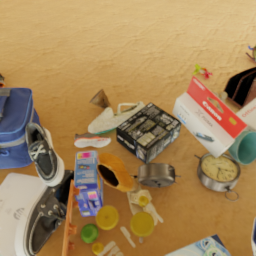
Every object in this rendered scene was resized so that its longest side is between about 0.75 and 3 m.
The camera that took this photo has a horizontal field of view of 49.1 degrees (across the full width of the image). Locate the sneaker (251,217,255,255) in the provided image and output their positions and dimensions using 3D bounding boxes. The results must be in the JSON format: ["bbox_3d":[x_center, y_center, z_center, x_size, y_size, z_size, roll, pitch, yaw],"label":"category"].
[{"bbox_3d":[2.851,2.732,5.903,0.668,0.783,1.776,-15,43,30],"label":"sneaker"}]

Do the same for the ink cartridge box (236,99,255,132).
[{"bbox_3d":[5.175,0.001,9.738,1.729,1.003,2.342,-34,46,-13],"label":"ink cartridge box"}]

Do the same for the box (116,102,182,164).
[{"bbox_3d":[0.722,0.138,9.837,1.495,0.786,1.825,35,56,27],"label":"box"}]

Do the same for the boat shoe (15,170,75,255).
[{"bbox_3d":[-1.999,2.167,7.534,0.921,0.972,2.781,-9,30,18],"label":"boat shoe"}]

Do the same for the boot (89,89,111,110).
[{"bbox_3d":[-0.999,-1.033,10.852,0.690,0.707,1.874,-41,2,7],"label":"boot"}]

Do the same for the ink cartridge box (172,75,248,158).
[{"bbox_3d":[2.315,-0.278,8.448,0.472,1.859,2.110,-36,70,-16],"label":"ink cartridge box"}]

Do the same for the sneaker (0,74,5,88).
[{"bbox_3d":[-6.151,-2.238,12.772,1.114,1.039,2.811,0,46,-15],"label":"sneaker"}]

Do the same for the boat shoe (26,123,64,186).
[{"bbox_3d":[-2.484,0.681,8.031,0.778,0.735,2.168,-32,53,5],"label":"boat shoe"}]

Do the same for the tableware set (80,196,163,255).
[{"bbox_3d":[-0.196,2.505,7.197,1.979,0.304,1.333,-37,62,-10],"label":"tableware set"}]

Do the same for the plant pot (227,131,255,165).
[{"bbox_3d":[3.779,0.586,9.427,1.126,1.126,0.758,-21,21,-22],"label":"plant pot"}]

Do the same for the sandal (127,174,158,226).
[{"bbox_3d":[0.305,1.941,8.115,0.669,0.600,1.824,-14,43,-15],"label":"sandal"}]

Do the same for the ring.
[{"bbox_3d":[-1.263,2.426,6.115,0.243,2.528,2.528,6,40,-10],"label":"ring"}]

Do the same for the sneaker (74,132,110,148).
[{"bbox_3d":[-1.251,0.336,9.809,1.328,0.512,0.544,2,49,-30],"label":"sneaker"}]

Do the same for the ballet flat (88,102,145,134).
[{"bbox_3d":[-0.430,-0.481,10.722,2.507,0.900,0.900,-17,44,-21],"label":"ballet flat"}]

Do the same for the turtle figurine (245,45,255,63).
[{"bbox_3d":[7.168,-3.833,14.025,2.302,1.657,2.232,10,46,17],"label":"turtle figurine"}]

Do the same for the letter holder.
[{"bbox_3d":[5.370,-2.033,11.740,2.341,1.664,1.177,-22,50,-27],"label":"letter holder"}]

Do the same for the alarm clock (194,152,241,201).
[{"bbox_3d":[2.837,1.499,8.619,1.256,0.620,1.862,-6,39,-8],"label":"alarm clock"}]

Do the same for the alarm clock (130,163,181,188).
[{"bbox_3d":[0.675,1.447,8.303,1.639,1.106,0.546,-6,63,23],"label":"alarm clock"}]

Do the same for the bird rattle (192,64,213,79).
[{"bbox_3d":[3.695,-2.789,13.699,1.007,0.567,0.821,23,30,21],"label":"bird rattle"}]

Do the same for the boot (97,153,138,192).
[{"bbox_3d":[-0.559,1.173,8.214,1.862,1.333,0.655,38,92,34],"label":"boot"}]

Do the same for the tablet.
[{"bbox_3d":[-3.277,2.412,7.904,1.727,0.181,2.654,9,42,10],"label":"tablet"}]

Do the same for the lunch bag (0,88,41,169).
[{"bbox_3d":[-4.189,-0.077,9.433,1.970,1.918,2.899,-6,40,-6],"label":"lunch bag"}]

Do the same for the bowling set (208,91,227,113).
[{"bbox_3d":[2.605,-0.885,10.591,1.536,1.185,2.207,18,16,37],"label":"bowling set"}]

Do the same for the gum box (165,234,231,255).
[{"bbox_3d":[1.354,3.827,5.898,2.694,0.600,2.289,-16,45,-16],"label":"gum box"}]

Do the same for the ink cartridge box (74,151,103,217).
[{"bbox_3d":[-1.108,1.678,7.972,0.660,1.179,1.728,-6,41,1],"label":"ink cartridge box"}]
